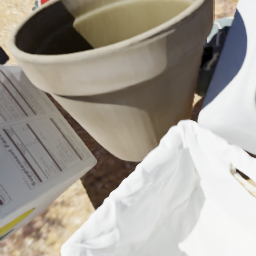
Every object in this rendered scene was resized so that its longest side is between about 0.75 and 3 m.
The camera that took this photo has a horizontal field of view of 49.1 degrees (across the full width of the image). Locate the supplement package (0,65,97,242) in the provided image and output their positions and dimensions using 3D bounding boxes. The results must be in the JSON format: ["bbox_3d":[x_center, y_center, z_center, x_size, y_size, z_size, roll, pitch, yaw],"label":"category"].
[{"bbox_3d":[-2.250,0.614,3.550,2.034,2.680,2.019,-42,83,26],"label":"supplement package"}]

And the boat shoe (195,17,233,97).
[{"bbox_3d":[1.642,-1.410,5.330,0.869,1.025,2.814,5,41,6],"label":"boat shoe"}]

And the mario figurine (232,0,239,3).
[{"bbox_3d":[2.485,-3.134,5.078,1.004,1.169,1.894,40,66,-18],"label":"mario figurine"}]

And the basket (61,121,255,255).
[{"bbox_3d":[0.740,1.284,2.802,1.830,1.485,1.846,38,75,29],"label":"basket"}]

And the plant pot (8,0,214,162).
[{"bbox_3d":[-0.014,-0.773,4.245,2.625,2.277,2.625,-11,41,9],"label":"plant pot"}]

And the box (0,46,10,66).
[{"bbox_3d":[-4.074,-1.407,4.765,1.578,2.688,2.643,20,64,28],"label":"box"}]

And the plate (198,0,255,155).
[{"bbox_3d":[2.568,-0.832,4.193,2.805,0.454,2.811,22,87,-28],"label":"plate"}]

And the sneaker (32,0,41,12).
[{"bbox_3d":[-1.959,-2.752,6.672,0.572,0.498,1.271,17,35,-28],"label":"sneaker"}]

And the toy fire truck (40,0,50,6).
[{"bbox_3d":[-1.051,-3.202,5.183,1.555,2.329,2.773,-1,82,12],"label":"toy fire truck"}]
